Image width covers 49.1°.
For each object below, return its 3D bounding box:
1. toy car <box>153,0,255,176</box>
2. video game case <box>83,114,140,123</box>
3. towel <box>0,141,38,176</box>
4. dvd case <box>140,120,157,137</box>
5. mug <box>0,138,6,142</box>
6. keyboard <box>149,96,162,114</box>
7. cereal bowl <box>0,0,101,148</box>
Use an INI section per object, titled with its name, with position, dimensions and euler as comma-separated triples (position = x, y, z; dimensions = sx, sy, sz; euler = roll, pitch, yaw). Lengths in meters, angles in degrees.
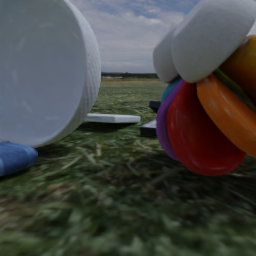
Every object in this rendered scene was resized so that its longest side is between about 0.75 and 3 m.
[toy car]
position = 1.241, -0.304, 3.866
dimensions = 2.259, 1.936, 2.581
euler = 35, 4, -10
[video game case]
position = -0.652, -0.272, 7.728
dimensions = 1.490, 0.194, 1.637
euler = 4, 3, 25
[towel]
position = -1.964, 0.488, 3.547
dimensions = 0.827, 0.359, 1.481
euler = 7, 11, 33
[dvd case]
position = 1.463, 0.017, 6.528
dimensions = 1.975, 0.244, 1.484
euler = 4, 11, 25
[mug]
position = -2.530, 0.096, 4.441
dimensions = 1.151, 0.970, 1.313
euler = 15, -9, 42
[keyboard]
position = 1.817, -0.429, 6.830
dimensions = 2.754, 0.284, 1.750
euler = 8, -9, 25
[cereal bowl]
position = -1.715, -1.093, 5.377
dimensions = 2.863, 2.863, 1.192
euler = 4, 7, 22
